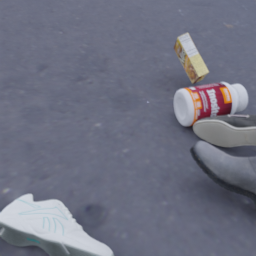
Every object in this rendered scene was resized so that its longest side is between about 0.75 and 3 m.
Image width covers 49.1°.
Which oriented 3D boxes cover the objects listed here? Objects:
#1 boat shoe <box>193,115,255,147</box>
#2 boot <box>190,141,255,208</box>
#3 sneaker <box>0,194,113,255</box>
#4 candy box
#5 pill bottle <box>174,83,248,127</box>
[{"bbox_3d":[2.962,0.043,7.371,2.422,0.810,0.690,6,32,37],"label":"boat shoe"},{"bbox_3d":[2.837,0.663,5.812,2.739,1.803,0.956,34,28,12],"label":"boot"},{"bbox_3d":[-1.385,1.955,5.507,2.545,0.895,1.020,16,38,16],"label":"sneaker"},{"bbox_3d":[2.131,-2.351,9.611,0.420,0.877,1.520,-26,84,-5],"label":"candy box"},{"bbox_3d":[2.459,-0.748,8.352,1.969,1.112,1.112,-12,43,-13],"label":"pill bottle"}]
